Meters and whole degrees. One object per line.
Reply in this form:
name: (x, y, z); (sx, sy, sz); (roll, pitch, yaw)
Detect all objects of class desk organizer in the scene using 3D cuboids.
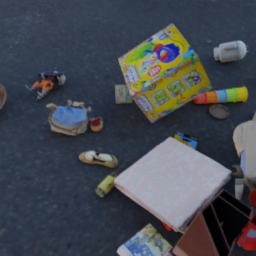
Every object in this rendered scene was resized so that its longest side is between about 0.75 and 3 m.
desk organizer: (2.144, 2.425, 6.711); (1.070, 1.148, 2.983); (35, 14, 24)

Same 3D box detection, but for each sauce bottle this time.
sauce bottle: (-0.590, 1.835, 9.743); (0.414, 0.414, 1.280); (31, 59, 24)

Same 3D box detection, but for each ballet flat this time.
ballet flat: (-1.112, 1.078, 10.328); (1.508, 0.492, 0.532); (8, 55, 8)

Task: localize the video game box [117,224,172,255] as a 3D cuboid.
video game box: (0.553, 3.445, 7.698); (1.299, 0.304, 1.183); (-23, 56, -42)

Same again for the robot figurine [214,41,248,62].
robot figurine: (5.124, -3.799, 13.955); (1.598, 1.355, 0.902); (-4, 84, 23)

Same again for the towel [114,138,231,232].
towel: (1.449, 1.661, 9.192); (2.888, 0.466, 2.759); (-33, 45, -30)

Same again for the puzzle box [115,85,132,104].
puzzle box: (-0.216, -1.554, 12.786); (0.733, 0.140, 1.102); (-3, 50, -2)

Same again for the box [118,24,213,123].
box: (1.395, -2.243, 11.418); (2.765, 1.751, 2.871); (-31, 42, 13)

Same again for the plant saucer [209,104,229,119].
plant saucer: (3.913, -0.683, 12.058); (0.836, 0.134, 0.836); (0, 50, 0)

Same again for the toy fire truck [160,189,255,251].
toy fire truck: (2.585, 2.896, 8.611); (2.878, 0.702, 2.030); (35, 58, 29)

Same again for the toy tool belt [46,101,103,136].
toy tool belt: (-2.084, -0.425, 11.070); (2.110, 1.297, 1.318); (4, 50, 3)

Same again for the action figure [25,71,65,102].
action figure: (-3.725, -2.034, 12.924); (1.898, 0.993, 1.836); (13, 38, 45)

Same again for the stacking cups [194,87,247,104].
stacking cups: (4.040, -1.432, 12.347); (2.215, 0.670, 0.670); (-3, 50, -2)

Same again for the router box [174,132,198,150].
router box: (2.176, 0.567, 10.707); (0.870, 0.222, 0.649); (16, 92, 15)

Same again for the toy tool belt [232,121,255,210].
toy tool belt: (4.373, 1.328, 9.195); (1.868, 1.839, 2.992); (-3, 65, 25)

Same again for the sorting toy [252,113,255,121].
sorting toy: (6.010, 0.505, 10.871); (2.638, 0.520, 2.850); (25, 59, 20)

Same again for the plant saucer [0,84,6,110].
plant saucer: (-6.664, -0.974, 12.050); (2.884, 0.527, 2.884); (0, 51, 0)
